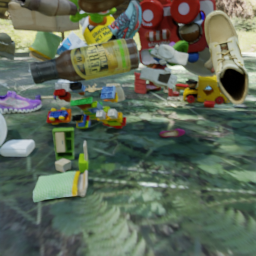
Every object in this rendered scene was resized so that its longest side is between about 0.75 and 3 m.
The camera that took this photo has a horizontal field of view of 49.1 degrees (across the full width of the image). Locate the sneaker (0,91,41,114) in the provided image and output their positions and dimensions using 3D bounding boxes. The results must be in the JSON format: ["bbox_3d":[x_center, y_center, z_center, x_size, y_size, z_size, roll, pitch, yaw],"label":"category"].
[{"bbox_3d":[-4.634,-1.086,11.579,1.997,0.883,0.803,-6,19,-19],"label":"sneaker"}]

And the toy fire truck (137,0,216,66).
[{"bbox_3d":[1.648,-3.466,9.946,2.867,2.407,1.607,0,31,23],"label":"toy fire truck"}]

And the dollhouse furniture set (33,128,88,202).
[{"bbox_3d":[-1.473,0.726,6.402,1.077,0.832,2.155,-3,19,-6],"label":"dollhouse furniture set"}]

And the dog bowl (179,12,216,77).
[{"bbox_3d":[2.946,-3.282,11.087,2.451,2.451,0.965,18,57,42],"label":"dog bowl"}]

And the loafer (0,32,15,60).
[{"bbox_3d":[-3.392,-2.200,7.161,0.659,0.610,1.751,18,4,-4],"label":"loafer"}]

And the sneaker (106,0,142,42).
[{"bbox_3d":[-0.131,-2.466,6.916,0.666,1.395,0.553,-1,47,-30],"label":"sneaker"}]

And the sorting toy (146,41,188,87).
[{"bbox_3d":[0.883,-1.768,7.287,0.580,1.413,0.849,43,12,25],"label":"sorting toy"}]

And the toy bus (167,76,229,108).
[{"bbox_3d":[3.609,-1.939,13.289,2.642,1.365,2.493,-12,22,-32],"label":"toy bus"}]

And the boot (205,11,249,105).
[{"bbox_3d":[2.739,-1.995,7.827,0.895,2.459,1.911,-12,19,21],"label":"boot"}]

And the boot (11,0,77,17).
[{"bbox_3d":[-1.873,-2.644,5.637,1.675,0.588,1.225,31,25,34],"label":"boot"}]

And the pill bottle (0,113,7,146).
[{"bbox_3d":[-4.266,-0.107,7.845,1.451,1.451,2.619,-11,22,-29],"label":"pill bottle"}]

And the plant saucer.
[{"bbox_3d":[-0.356,-2.831,5.574,1.501,0.259,1.501,-24,-1,-1],"label":"plant saucer"}]

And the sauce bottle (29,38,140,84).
[{"bbox_3d":[-0.916,-1.385,6.061,2.303,0.745,0.745,-15,21,-7],"label":"sauce bottle"}]

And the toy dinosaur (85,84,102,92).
[{"bbox_3d":[-1.955,-2.175,15.719,1.279,0.372,0.647,-2,35,7],"label":"toy dinosaur"}]

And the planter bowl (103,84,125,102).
[{"bbox_3d":[-0.720,-1.757,13.718,1.111,0.748,1.111,1,19,0],"label":"planter bowl"}]

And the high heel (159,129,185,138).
[{"bbox_3d":[1.383,0.195,8.802,0.780,0.263,0.375,-9,5,19],"label":"high heel"}]

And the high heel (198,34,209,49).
[{"bbox_3d":[2.905,-3.260,10.609,0.266,0.789,0.378,-33,24,27],"label":"high heel"}]

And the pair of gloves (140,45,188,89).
[{"bbox_3d":[0.847,-1.467,6.576,0.888,1.044,0.183,24,-13,11],"label":"pair of gloves"}]

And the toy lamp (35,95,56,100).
[{"bbox_3d":[-4.007,-1.476,13.621,0.971,0.283,0.283,-4,20,-10],"label":"toy lamp"}]

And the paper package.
[{"bbox_3d":[-2.719,-3.742,9.408,1.726,0.893,1.646,8,25,16],"label":"paper package"}]

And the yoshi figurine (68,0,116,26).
[{"bbox_3d":[-1.161,-3.391,7.518,1.172,1.176,2.093,-30,4,13],"label":"yoshi figurine"}]

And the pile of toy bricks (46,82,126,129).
[{"bbox_3d":[-1.320,-0.630,9.979,2.899,1.608,1.431,-3,-22,24],"label":"pile of toy bricks"}]

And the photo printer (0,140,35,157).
[{"bbox_3d":[-3.075,0.558,7.738,0.785,0.273,0.653,0,20,2],"label":"photo printer"}]

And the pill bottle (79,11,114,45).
[{"bbox_3d":[-0.931,-3.576,11.190,1.452,2.583,1.452,-30,-13,-7],"label":"pill bottle"}]

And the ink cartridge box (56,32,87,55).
[{"bbox_3d":[-2.458,-3.601,13.562,0.721,1.679,1.230,-27,30,41],"label":"ink cartridge box"}]

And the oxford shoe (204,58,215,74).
[{"bbox_3d":[3.092,-2.546,9.371,0.536,1.434,0.505,41,24,15],"label":"oxford shoe"}]

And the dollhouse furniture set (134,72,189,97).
[{"bbox_3d":[1.800,-2.363,14.882,2.740,1.114,1.474,16,25,39],"label":"dollhouse furniture set"}]

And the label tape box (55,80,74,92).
[{"bbox_3d":[-3.288,-2.392,15.947,1.490,0.493,1.068,-1,19,1],"label":"label tape box"}]

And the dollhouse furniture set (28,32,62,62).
[{"bbox_3d":[-2.536,-2.812,10.587,2.394,1.197,0.924,23,6,-14],"label":"dollhouse furniture set"}]

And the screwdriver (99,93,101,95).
[{"bbox_3d":[-1.070,-1.770,14.748,0.925,0.135,0.129,1,19,-7],"label":"screwdriver"}]
